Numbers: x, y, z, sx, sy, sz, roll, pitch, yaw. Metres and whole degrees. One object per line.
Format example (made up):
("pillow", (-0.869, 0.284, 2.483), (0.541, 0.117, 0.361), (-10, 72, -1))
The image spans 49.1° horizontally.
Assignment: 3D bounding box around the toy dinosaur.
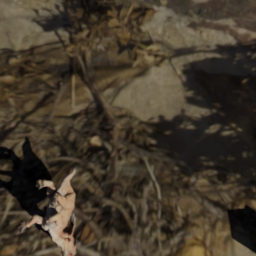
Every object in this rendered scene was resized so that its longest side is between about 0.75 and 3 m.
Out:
("toy dinosaur", (-2.032, 2.500, 8.537), (1.135, 1.793, 2.645), (12, 81, 36))
